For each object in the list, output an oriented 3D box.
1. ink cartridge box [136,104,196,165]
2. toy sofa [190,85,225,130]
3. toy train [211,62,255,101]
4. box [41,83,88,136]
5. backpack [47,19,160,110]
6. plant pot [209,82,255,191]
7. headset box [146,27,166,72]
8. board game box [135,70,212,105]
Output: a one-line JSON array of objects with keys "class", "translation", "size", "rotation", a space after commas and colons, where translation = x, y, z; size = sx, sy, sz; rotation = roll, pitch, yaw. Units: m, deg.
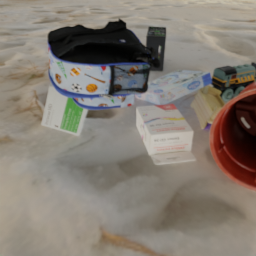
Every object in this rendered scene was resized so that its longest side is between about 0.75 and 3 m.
[{"class": "ink cartridge box", "translation": [1.182, 0.122, 9.046], "size": [1.391, 0.806, 2.388], "rotation": [-6, 32, -10]}, {"class": "toy sofa", "translation": [3.148, -0.703, 10.492], "size": [0.876, 1.033, 2.116], "rotation": [20, 28, -13]}, {"class": "toy train", "translation": [4.576, -2.009, 11.925], "size": [2.401, 1.368, 1.023], "rotation": [-13, 35, -19]}, {"class": "box", "translation": [-2.029, -0.914, 9.688], "size": [1.369, 1.591, 1.598], "rotation": [17, 31, -8]}, {"class": "backpack", "translation": [-0.938, -1.855, 8.144], "size": [2.748, 2.223, 2.885], "rotation": [-1, 35, -23]}, {"class": "plant pot", "translation": [3.951, -0.090, 7.875], "size": [2.793, 2.793, 2.716], "rotation": [14, 27, 21]}, {"class": "headset box", "translation": [1.475, -4.227, 15.020], "size": [1.003, 1.882, 2.162], "rotation": [4, 33, 5]}, {"class": "board game box", "translation": [1.687, -1.675, 11.229], "size": [2.303, 0.502, 2.314], "rotation": [-24, 21, -15]}]
